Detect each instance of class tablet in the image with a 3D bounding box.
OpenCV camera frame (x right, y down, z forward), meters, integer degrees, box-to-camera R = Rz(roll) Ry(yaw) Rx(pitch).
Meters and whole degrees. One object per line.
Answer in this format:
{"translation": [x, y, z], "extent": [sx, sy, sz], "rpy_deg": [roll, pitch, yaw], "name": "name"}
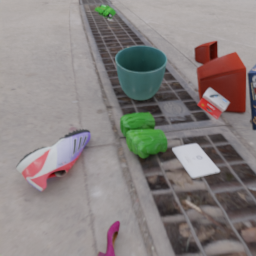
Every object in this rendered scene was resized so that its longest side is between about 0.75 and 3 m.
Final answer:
{"translation": [2.060, 0.979, 8.656], "extent": [0.930, 0.098, 1.429], "rpy_deg": [-10, 36, -14], "name": "tablet"}

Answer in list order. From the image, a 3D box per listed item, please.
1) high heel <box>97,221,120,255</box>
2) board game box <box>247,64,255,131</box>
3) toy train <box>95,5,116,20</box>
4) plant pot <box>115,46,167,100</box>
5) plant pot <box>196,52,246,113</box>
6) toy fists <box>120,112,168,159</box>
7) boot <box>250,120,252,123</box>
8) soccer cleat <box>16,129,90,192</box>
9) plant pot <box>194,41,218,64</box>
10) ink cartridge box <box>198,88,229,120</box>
{"translation": [-0.275, 2.534, 6.113], "extent": [0.494, 0.347, 1.029], "rpy_deg": [6, 48, 26], "name": "high heel"}
{"translation": [3.783, -1.075, 7.631], "extent": [0.392, 1.534, 2.264], "rpy_deg": [1, 25, 37], "name": "board game box"}
{"translation": [-0.791, -4.039, 9.675], "extent": [0.376, 0.278, 1.334], "rpy_deg": [-48, 38, 6], "name": "toy train"}
{"translation": [0.534, -2.204, 11.815], "extent": [2.087, 1.675, 2.087], "rpy_deg": [0, 45, 0], "name": "plant pot"}
{"translation": [3.689, -1.759, 11.318], "extent": [1.658, 1.882, 1.880], "rpy_deg": [-6, 33, 11], "name": "plant pot"}
{"translation": [0.384, 0.193, 9.257], "extent": [1.148, 0.775, 2.253], "rpy_deg": [-2, 32, -15], "name": "toy fists"}
{"translation": [4.992, -0.165, 10.247], "extent": [0.747, 0.257, 0.801], "rpy_deg": [-18, 42, -21], "name": "boot"}
{"translation": [-1.928, 0.866, 8.288], "extent": [1.012, 0.943, 2.764], "rpy_deg": [51, 35, 5], "name": "soccer cleat"}
{"translation": [4.269, -4.128, 15.471], "extent": [0.975, 1.106, 1.105], "rpy_deg": [12, 34, 38], "name": "plant pot"}
{"translation": [2.644, -0.752, 8.659], "extent": [0.781, 0.175, 0.688], "rpy_deg": [37, 69, 2], "name": "ink cartridge box"}
